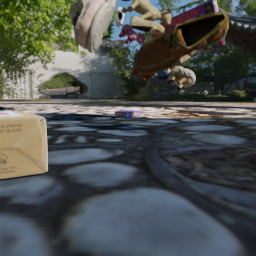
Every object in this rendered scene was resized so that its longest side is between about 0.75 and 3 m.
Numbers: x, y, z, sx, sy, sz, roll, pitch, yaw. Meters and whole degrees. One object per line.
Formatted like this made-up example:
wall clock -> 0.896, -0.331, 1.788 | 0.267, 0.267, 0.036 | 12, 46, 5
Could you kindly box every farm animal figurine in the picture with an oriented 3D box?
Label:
farm animal figurine -> 1.216, -3.121, 10.034 | 2.931, 2.964, 1.545 | 25, 53, 31

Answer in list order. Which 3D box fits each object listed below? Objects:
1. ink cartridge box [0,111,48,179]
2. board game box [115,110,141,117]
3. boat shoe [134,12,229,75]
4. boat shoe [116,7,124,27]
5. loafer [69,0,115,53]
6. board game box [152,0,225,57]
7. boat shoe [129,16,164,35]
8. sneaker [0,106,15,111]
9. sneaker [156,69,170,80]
ink cartridge box -> -1.855, 0.160, 3.029 | 1.663, 0.625, 1.370 | -5, 9, -29
board game box -> 0.001, -0.600, 11.670 | 0.644, 0.215, 0.958 | 5, 8, 40
boat shoe -> 1.452, -2.587, 8.281 | 2.989, 1.075, 1.016 | -26, -7, 11
boat shoe -> -0.320, -4.376, 10.844 | 0.353, 0.980, 0.336 | 15, -27, -7
loafer -> -0.876, -2.363, 6.023 | 0.877, 1.002, 2.788 | 18, 31, -7
board game box -> 2.166, -3.470, 10.551 | 2.692, 1.615, 0.435 | -10, 3, 42
boat shoe -> 0.402, -2.183, 6.132 | 0.789, 0.247, 0.289 | 15, -20, -8
sneaker -> -4.322, -0.642, 8.270 | 0.897, 1.083, 2.270 | 2, 5, 30
sneaker -> 1.082, -2.011, 10.250 | 0.841, 0.468, 0.323 | 15, 35, 6
